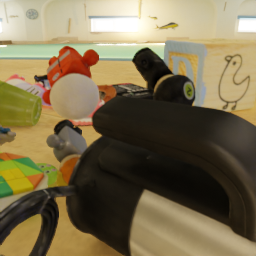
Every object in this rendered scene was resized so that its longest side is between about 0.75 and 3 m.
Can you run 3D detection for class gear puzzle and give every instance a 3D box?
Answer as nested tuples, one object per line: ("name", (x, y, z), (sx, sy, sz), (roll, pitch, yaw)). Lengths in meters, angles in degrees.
("gear puzzle", (-3.206, 0.436, 5.193), (2.300, 0.301, 1.191), (-28, -17, 25))

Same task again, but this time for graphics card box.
("graphics card box", (0.068, -1.170, 10.593), (1.495, 0.606, 2.383), (-13, 23, -30))

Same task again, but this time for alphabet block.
("alphabet block", (2.920, -1.962, 10.197), (2.484, 2.427, 2.440), (-10, 24, -21))

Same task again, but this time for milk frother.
("milk frother", (0.167, 1.238, 2.823), (2.462, 2.363, 2.618), (17, 63, 39))

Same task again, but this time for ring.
("ring", (-1.450, -1.059, 9.886), (2.092, 0.201, 2.092), (-12, 31, 8))

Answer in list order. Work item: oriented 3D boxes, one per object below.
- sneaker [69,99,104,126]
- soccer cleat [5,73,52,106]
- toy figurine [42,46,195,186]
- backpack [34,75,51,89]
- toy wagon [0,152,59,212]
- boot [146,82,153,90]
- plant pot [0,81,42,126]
("sneaker", (-0.845, -0.530, 8.540), (1.943, 0.843, 0.716), (-1, 21, -5))
("soccer cleat", (-3.827, -1.258, 10.725), (2.864, 0.955, 1.095), (26, 72, 32))
("toy figurine", (-0.253, -0.159, 5.176), (2.536, 2.497, 1.765), (-3, 36, -19))
("backpack", (-3.301, -1.858, 12.057), (1.171, 0.860, 1.071), (-15, 25, -28))
("toy wagon", (-2.132, 0.889, 4.799), (2.285, 0.452, 1.773), (-7, 26, -42))
("boot", (1.784, -1.752, 11.756), (1.960, 0.952, 2.602), (-1, 14, 0))
("plant pot", (-3.368, -0.637, 8.389), (1.341, 1.392, 1.392), (12, 21, -2))
